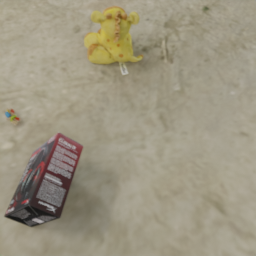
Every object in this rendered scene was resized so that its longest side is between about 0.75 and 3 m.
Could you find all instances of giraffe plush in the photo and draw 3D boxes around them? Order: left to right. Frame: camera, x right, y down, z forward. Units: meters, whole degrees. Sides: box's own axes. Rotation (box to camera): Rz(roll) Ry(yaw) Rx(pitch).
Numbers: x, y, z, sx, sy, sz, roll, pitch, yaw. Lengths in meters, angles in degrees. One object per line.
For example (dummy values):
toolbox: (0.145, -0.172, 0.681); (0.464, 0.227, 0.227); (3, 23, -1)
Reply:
giraffe plush: (-0.635, -4.010, 11.807); (2.481, 2.332, 2.875); (-25, 57, -18)

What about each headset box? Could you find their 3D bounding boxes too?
headset box: (-2.333, 1.391, 7.998); (0.916, 1.814, 2.441); (34, 49, -26)

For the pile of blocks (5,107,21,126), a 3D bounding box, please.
pile of blocks: (-4.295, -0.482, 10.314); (0.400, 0.303, 0.975); (-9, 44, -48)
